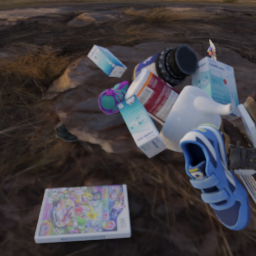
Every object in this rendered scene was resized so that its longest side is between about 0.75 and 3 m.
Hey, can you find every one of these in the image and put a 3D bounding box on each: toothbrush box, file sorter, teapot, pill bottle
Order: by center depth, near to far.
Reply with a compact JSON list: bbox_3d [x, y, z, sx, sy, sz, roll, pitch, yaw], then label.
[{"bbox_3d":[3.746,1.299,7.234,1.787,1.240,1.113,17,42,-55],"label":"file sorter"},{"bbox_3d":[0.401,-0.034,7.933,0.637,1.093,1.493,-31,62,6],"label":"toothbrush box"},{"bbox_3d":[2.139,-0.066,8.931,1.700,2.297,2.328,28,16,10],"label":"teapot"},{"bbox_3d":[1.280,-0.992,10.815,2.529,1.444,1.444,34,32,-12],"label":"pill bottle"},{"bbox_3d":[-0.810,-2.588,10.999,1.270,0.541,0.929,46,22,14],"label":"toothbrush box"},{"bbox_3d":[3.598,-1.513,11.620,1.705,0.993,2.329,11,67,-32],"label":"toothbrush box"},{"bbox_3d":[1.562,-2.487,12.238,1.617,1.617,2.890,-26,6,-33],"label":"pill bottle"}]

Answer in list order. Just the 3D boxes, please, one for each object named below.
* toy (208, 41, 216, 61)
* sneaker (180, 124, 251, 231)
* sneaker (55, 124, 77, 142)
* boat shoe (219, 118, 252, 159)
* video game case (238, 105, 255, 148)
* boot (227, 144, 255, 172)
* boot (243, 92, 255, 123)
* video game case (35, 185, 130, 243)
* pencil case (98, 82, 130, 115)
[{"bbox_3d":[3.984,-3.603,13.409,0.249,1.056,0.608,-22,45,10],"label":"toy"},{"bbox_3d":[2.055,1.281,6.961,1.123,1.010,2.731,-12,76,-42],"label":"sneaker"},{"bbox_3d":[-2.921,0.249,13.105,1.178,0.675,0.450,18,39,22],"label":"sneaker"},{"bbox_3d":[3.545,0.385,9.682,0.961,0.962,2.733,8,23,6],"label":"boat shoe"},{"bbox_3d":[3.844,0.343,8.629,0.167,1.852,1.326,-20,27,17],"label":"video game case"},{"bbox_3d":[2.806,0.899,6.499,1.008,1.158,0.401,-7,7,6],"label":"boot"},{"bbox_3d":[4.900,-0.848,10.342,1.155,1.388,0.502,-46,40,5],"label":"boot"},{"bbox_3d":[-1.467,2.836,9.534,2.946,0.265,2.109,-2,33,-4],"label":"video game case"},{"bbox_3d":[-0.444,-1.245,11.346,0.925,1.004,2.173,12,19,9],"label":"pencil case"}]
